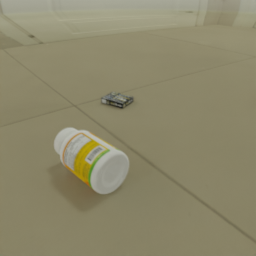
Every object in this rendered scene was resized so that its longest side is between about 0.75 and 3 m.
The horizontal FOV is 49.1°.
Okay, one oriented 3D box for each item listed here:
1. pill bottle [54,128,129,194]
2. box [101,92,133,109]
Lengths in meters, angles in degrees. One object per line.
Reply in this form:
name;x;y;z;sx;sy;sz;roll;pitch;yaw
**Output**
pill bottle;-1.249;0.884;8.692;1.347;1.347;2.426;-25;37;-36
box;-0.529;-1.384;13.736;1.270;0.312;1.024;17;35;27
